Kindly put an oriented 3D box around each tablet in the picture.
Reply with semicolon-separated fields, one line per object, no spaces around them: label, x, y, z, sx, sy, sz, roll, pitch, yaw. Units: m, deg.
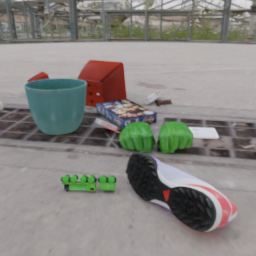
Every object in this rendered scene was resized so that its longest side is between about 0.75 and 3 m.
tablet;2.366;0.158;9.818;1.429;0.098;0.930;3;22;5

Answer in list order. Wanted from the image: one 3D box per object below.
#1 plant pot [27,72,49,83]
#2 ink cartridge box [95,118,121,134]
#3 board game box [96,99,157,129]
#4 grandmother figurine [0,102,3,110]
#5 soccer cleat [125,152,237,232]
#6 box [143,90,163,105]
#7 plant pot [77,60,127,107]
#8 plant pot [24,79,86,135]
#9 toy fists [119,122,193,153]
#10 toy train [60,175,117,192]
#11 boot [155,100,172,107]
plant pot;-4.619;-2.197;14.619;0.975;1.106;1.105;-23;29;-21
ink cartridge box;-0.668;-0.064;9.775;0.688;0.175;0.781;22;-1;44
board game box;-0.122;-0.613;11.262;1.534;0.392;2.264;-12;25;-29
grandmother figurine;-6.301;-0.836;11.793;1.942;0.588;1.178;-12;47;-35
soccer cleat;0.994;1.298;6.095;1.012;0.943;2.764;10;9;-39
box;1.212;-1.485;13.448;0.313;0.292;1.509;-30;3;35
plant pot;-1.324;-1.930;12.976;1.880;1.882;1.658;10;34;24
plant pot;-2.487;-0.744;9.914;2.087;1.675;2.087;0;21;0
toy fists;0.849;0.303;8.589;2.253;0.775;1.148;1;14;6
toy train;-0.916;1.296;6.538;1.334;0.376;0.278;0;1;2
boot;1.696;-1.168;13.017;0.801;0.257;0.747;2;23;-6
